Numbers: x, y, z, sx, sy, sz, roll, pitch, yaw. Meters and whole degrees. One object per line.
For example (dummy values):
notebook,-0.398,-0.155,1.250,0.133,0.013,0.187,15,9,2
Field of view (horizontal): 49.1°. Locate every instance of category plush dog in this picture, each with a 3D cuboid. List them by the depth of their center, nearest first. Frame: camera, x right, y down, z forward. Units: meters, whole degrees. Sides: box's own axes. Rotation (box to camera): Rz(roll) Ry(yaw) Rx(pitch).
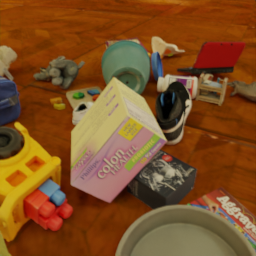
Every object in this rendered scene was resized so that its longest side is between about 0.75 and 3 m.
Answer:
plush dog,-6.636,-2.801,12.672,2.173,2.029,2.529,4,4,29

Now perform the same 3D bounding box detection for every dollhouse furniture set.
dollhouse furniture set,3.509,-1.782,11.444,1.030,1.024,1.461,16,38,22

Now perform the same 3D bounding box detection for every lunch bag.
lunch bag,-4.883,-0.844,9.554,1.602,1.645,2.421,27,41,32

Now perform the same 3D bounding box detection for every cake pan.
cake pan,1.080,2.703,5.273,2.686,0.493,2.686,-4,37,3

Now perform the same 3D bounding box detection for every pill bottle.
pill bottle,2.009,-1.693,11.449,1.566,0.880,0.880,7,35,11

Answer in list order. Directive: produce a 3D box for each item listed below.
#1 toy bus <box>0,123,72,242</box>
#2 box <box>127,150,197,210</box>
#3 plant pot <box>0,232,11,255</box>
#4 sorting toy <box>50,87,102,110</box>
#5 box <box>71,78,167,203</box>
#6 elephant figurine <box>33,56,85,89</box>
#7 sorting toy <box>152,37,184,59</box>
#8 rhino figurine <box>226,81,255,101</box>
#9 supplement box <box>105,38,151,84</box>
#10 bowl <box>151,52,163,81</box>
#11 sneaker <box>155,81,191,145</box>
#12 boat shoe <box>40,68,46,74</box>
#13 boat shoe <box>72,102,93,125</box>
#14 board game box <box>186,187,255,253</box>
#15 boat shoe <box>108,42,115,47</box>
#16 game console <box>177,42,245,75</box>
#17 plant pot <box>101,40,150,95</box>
toy bus,-2.665,1.558,6.283,2.555,1.806,2.661,33,47,16
box,0.860,1.351,7.204,1.237,0.707,1.358,28,43,33
plant pot,-2.577,1.962,4.441,1.460,1.460,1.342,-15,42,-21
sorting toy,-1.919,-1.119,11.131,2.173,0.291,1.619,-14,37,-19
box,-0.410,0.209,7.240,1.175,2.137,2.430,33,18,-24
elephant figurine,-3.121,-2.547,12.471,1.534,1.399,1.977,13,8,-33
sorting toy,2.252,-4.339,15.406,1.478,0.877,1.642,-6,33,-21
rhino figurine,5.213,-1.477,11.196,2.798,0.836,1.223,20,40,29
supplement box,-0.038,-3.173,13.157,1.659,1.308,2.535,-10,36,-7
bowl,1.309,-2.764,12.669,0.258,1.312,1.312,-5,32,18
sneaker,1.507,-0.938,9.182,0.991,1.518,2.714,0,51,17
boat shoe,-3.830,-2.684,13.400,0.923,0.278,0.329,14,37,20
boat shoe,-1.513,-0.653,9.865,0.577,0.524,1.568,5,29,7
board game box,2.475,2.328,6.241,1.180,0.223,2.292,-18,38,-25
boat shoe,-0.596,-3.519,12.184,0.401,0.411,1.086,-9,36,16
game console,3.628,-3.110,12.475,2.291,1.360,1.975,-7,17,-23
plant pot,-0.085,-2.142,11.040,2.056,2.056,1.932,-1,34,-1
